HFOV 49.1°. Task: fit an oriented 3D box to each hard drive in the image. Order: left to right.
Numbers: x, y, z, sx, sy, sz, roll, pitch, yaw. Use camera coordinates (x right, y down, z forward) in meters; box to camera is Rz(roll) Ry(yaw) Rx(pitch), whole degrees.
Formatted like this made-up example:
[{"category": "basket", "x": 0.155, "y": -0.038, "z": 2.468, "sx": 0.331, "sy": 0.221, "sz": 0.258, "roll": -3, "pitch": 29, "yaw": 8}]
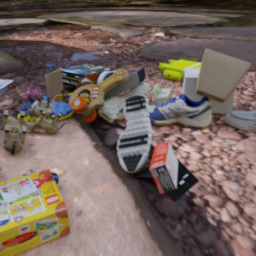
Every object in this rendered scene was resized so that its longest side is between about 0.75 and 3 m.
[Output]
[{"category": "hard drive", "x": -0.724, "y": -1.632, "z": 11.385, "sx": 2.893, "sy": 0.612, "sz": 1.951, "roll": -18, "pitch": 12, "yaw": 17}]

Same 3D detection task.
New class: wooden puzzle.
[{"category": "wooden puzzle", "x": -3.006, "y": -1.797, "z": 11.292, "sx": 0.194, "sy": 1.661, "sz": 1.120, "roll": 16, "pitch": 28, "yaw": 18}]

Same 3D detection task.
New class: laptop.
[{"category": "laptop", "x": 1.057, "y": 1.404, "z": 7.755, "sx": 1.135, "sy": 0.661, "sz": 1.280, "roll": -28, "pitch": 65, "yaw": -39}]

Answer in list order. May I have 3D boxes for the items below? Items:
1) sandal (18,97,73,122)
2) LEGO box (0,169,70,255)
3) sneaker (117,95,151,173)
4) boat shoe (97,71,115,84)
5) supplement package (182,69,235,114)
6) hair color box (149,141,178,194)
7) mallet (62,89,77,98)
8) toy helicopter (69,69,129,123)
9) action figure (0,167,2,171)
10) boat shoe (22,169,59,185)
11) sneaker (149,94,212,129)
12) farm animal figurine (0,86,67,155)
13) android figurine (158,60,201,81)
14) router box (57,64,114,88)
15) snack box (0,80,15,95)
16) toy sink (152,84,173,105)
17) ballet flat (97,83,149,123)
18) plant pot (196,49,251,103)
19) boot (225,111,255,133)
[{"category": "sandal", "x": -3.169, "y": -0.774, "z": 10.785, "sx": 2.150, "sy": 0.936, "sz": 0.854, "roll": -5, "pitch": 28, "yaw": -13}, {"category": "LEGO box", "x": -2.515, "y": 1.894, "z": 6.115, "sx": 2.067, "sy": 0.797, "sz": 1.539, "roll": -15, "pitch": 32, "yaw": -24}, {"category": "sneaker", "x": 0.328, "y": 0.258, "z": 8.629, "sx": 1.025, "sy": 1.106, "sz": 2.728, "roll": -5, "pitch": 49, "yaw": 16}, {"category": "boat shoe", "x": -0.613, "y": -2.419, "z": 13.776, "sx": 0.822, "sy": 0.835, "sz": 2.317, "roll": 12, "pitch": 29, "yaw": 28}, {"category": "supplement package", "x": 3.241, "y": -1.515, "z": 11.461, "sx": 1.951, "sy": 1.520, "sz": 1.082, "roll": 3, "pitch": 29, "yaw": 7}, {"category": "hair color box", "x": 0.903, "y": 0.929, "z": 6.873, "sx": 0.420, "sy": 0.696, "sz": 1.371, "roll": -21, "pitch": 13, "yaw": 17}, {"category": "mallet", "x": -2.740, "y": -1.529, "z": 12.827, "sx": 1.302, "sy": 0.268, "sz": 0.429, "roll": -18, "pitch": 33, "yaw": -25}, {"category": "toy helicopter", "x": -1.100, "y": -1.448, "z": 10.256, "sx": 2.436, "sy": 0.961, "sz": 1.611, "roll": -32, "pitch": 55, "yaw": 5}, {"category": "action figure", "x": -3.957, "y": 0.567, "z": 6.858, "sx": 0.780, "sy": 2.249, "sz": 1.463, "roll": -9, "pitch": 42, "yaw": -3}, {"category": "boat shoe", "x": -2.624, "y": 1.377, "z": 7.180, "sx": 1.618, "sy": 0.681, "sz": 0.555, "roll": -9, "pitch": 35, "yaw": -20}, {"category": "sneaker", "x": 1.708, "y": -0.762, "z": 10.457, "sx": 2.765, "sy": 1.219, "sz": 1.041, "roll": 4, "pitch": 31, "yaw": 9}, {"category": "farm animal figurine", "x": -3.562, "y": -0.228, "z": 9.634, "sx": 2.016, "sy": 1.255, "sz": 2.497, "roll": 37, "pitch": 38, "yaw": 15}, {"category": "android figurine", "x": 3.171, "y": -3.174, "z": 15.390, "sx": 2.926, "sy": 0.601, "sz": 2.663, "roll": 22, "pitch": 36, "yaw": 35}, {"category": "router box", "x": -2.074, "y": -2.579, "z": 13.919, "sx": 1.767, "sy": 0.733, "sz": 2.358, "roll": 17, "pitch": 26, "yaw": 26}, {"category": "snack box", "x": -6.390, "y": -1.691, "z": 13.024, "sx": 0.919, "sy": 0.311, "sz": 2.557, "roll": 6, "pitch": 30, "yaw": 10}, {"category": "toy sink", "x": 1.435, "y": -1.198, "z": 11.215, "sx": 0.576, "sy": 1.028, "sz": 0.670, "roll": -1, "pitch": 37, "yaw": 28}, {"category": "ballet flat", "x": 0.028, "y": -0.934, "z": 11.303, "sx": 1.049, "sy": 1.049, "sz": 2.924, "roll": 25, "pitch": 40, "yaw": 37}, {"category": "plant pot", "x": 3.169, "y": -1.710, "z": 9.918, "sx": 1.544, "sy": 1.367, "sz": 1.542, "roll": 22, "pitch": 4, "yaw": 10}, {"category": "boot", "x": 5.006, "y": -0.543, "z": 9.871, "sx": 2.895, "sy": 1.384, "sz": 1.065, "roll": 12, "pitch": 31, "yaw": 20}]
